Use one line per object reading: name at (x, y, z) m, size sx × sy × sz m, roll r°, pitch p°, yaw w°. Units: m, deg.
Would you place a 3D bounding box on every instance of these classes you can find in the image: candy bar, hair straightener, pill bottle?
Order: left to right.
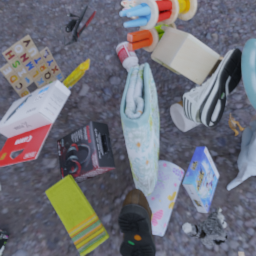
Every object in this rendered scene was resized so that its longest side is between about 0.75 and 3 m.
candy bar at (-1.957, -1.505, 9.327) m, size 0.242 × 2.185 × 0.545 m, roll 28°, pitch 44°, yaw -31°
hair straightener at (-1.600, -3.144, 8.486) m, size 0.658 × 0.350 × 1.710 m, roll 32°, pitch 62°, yaw -16°
pill bottle at (-0.002, -2.988, 11.958) m, size 0.692 × 0.692 × 1.233 m, roll -19°, pitch 67°, yaw -9°
pill bottle at (2.695, -0.757, 10.689) m, size 1.956 × 1.118 × 1.118 m, roll -27°, pitch 68°, yaw -12°

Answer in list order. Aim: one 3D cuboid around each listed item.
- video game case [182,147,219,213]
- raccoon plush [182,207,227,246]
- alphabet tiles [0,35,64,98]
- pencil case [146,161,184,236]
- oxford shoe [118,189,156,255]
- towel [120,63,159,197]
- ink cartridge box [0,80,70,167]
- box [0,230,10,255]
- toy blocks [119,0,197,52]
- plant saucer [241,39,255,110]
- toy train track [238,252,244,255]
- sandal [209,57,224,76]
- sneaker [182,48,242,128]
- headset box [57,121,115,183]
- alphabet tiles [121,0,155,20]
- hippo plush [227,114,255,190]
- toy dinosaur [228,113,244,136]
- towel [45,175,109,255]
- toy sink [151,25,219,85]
video game case at (1.937, 1.341, 7.319) m, size 0.290 × 1.156 × 1.276 m, roll -6°, pitch 39°, yaw 39°
raccoon plush at (1.717, 2.021, 6.125) m, size 1.180 × 0.571 × 0.791 m, roll 36°, pitch 37°, yaw -25°
alphabet tiles at (-3.267, -1.971, 9.564) m, size 0.080 × 2.116 × 1.769 m, roll 29°, pitch 64°, yaw 35°
pencil case at (1.019, 2.318, 9.348) m, size 1.104 × 1.011 × 2.433 m, roll 6°, pitch 61°, yaw 39°
oxford shoe at (0.264, 2.335, 6.494) m, size 0.843 × 2.320 × 0.979 m, roll 5°, pitch 36°, yaw 6°
towel at (0.453, -0.080, 7.702) m, size 0.717 × 2.548 × 2.977 m, roll -5°, pitch 37°, yaw 12°
ink cartridge box at (-2.963, -0.058, 7.917) m, size 2.530 × 0.566 × 2.229 m, roll -15°, pitch 45°, yaw 40°
box at (-4.484, 3.779, 8.794) m, size 0.910 × 0.762 × 1.226 m, roll 12°, pitch 66°, yaw 6°
toy blocks at (0.672, -3.360, 9.239) m, size 2.769 × 2.308 × 1.005 m, roll -27°, pitch 77°, yaw -33°
plant saucer at (3.764, -1.479, 7.809) m, size 0.287 × 2.091 × 2.091 m, roll -7°, pitch 55°, yaw 46°
toy train track at (3.300, 4.366, 8.812) m, size 1.564 × 0.254 × 0.897 m, roll 3°, pitch 65°, yaw 2°
sandal at (2.881, -3.017, 11.973) m, size 3.103 × 1.138 × 1.021 m, roll 15°, pitch 40°, yaw 0°
sneaker at (2.443, -1.331, 8.627) m, size 1.460 × 0.957 × 2.537 m, roll 20°, pitch 81°, yaw 51°
headset box at (-1.084, 0.644, 7.345) m, size 1.663 × 0.624 × 1.236 m, roll -26°, pitch 66°, yaw 35°
alphabet tiles at (0.548, -5.946, 13.636) m, size 1.632 × 0.122 × 1.669 m, roll 39°, pitch 71°, yaw 17°
hippo plush at (5.035, 0.936, 9.299) m, size 2.266 × 2.245 × 2.819 m, roll 21°, pitch 66°, yaw 10°
toy dinosaur at (2.824, -0.093, 7.562) m, size 0.329 × 1.090 × 0.579 m, roll -42°, pitch 80°, yaw 16°
towel at (-1.260, 2.073, 6.755) m, size 0.781 × 0.164 × 1.816 m, roll -34°, pitch 72°, yaw -8°
toy sink at (1.705, -2.435, 9.325) m, size 1.175 × 1.367 × 2.097 m, roll -58°, pitch 30°, yaw 15°
